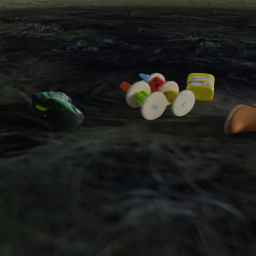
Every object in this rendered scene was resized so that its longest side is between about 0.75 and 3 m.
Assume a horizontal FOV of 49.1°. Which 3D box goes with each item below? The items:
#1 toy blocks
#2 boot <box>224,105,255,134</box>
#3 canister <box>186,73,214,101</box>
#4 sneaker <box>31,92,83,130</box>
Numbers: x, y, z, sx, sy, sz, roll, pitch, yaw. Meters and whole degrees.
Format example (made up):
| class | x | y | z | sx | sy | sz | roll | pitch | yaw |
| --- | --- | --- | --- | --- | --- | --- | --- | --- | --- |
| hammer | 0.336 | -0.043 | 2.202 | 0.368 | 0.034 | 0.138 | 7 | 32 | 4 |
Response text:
| class | x | y | z | sx | sy | sz | roll | pitch | yaw |
| --- | --- | --- | --- | --- | --- | --- | --- | --- | --- |
| toy blocks | 0.669 | -1.268 | 9.475 | 2.072 | 0.903 | 2.487 | -7 | 32 | -30 |
| boot | 3.925 | -0.104 | 7.959 | 2.137 | 0.787 | 1.653 | -20 | 34 | -33 |
| canister | 2.808 | -1.600 | 10.910 | 1.067 | 0.622 | 1.436 | 7 | 31 | 12 |
| sneaker | -2.138 | -0.720 | 8.915 | 1.057 | 0.968 | 2.482 | -21 | 35 | -34 |
